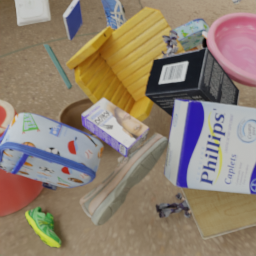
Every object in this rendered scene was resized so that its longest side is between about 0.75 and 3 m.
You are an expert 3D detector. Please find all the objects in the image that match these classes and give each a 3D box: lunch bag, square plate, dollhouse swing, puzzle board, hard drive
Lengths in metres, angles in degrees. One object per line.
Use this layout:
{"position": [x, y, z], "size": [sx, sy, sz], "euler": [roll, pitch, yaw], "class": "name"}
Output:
{"position": [-1.675, 0.572, 5.568], "size": [1.878, 2.344, 0.886], "euler": [21, 64, -21], "class": "lunch bag"}
{"position": [-3.437, -4.376, 9.892], "size": [1.293, 1.305, 0.186], "euler": [-5, 5, 11], "class": "square plate"}
{"position": [0.251, -1.889, 8.770], "size": [2.494, 2.837, 2.578], "euler": [-24, 26, 32], "class": "dollhouse swing"}
{"position": [2.947, 1.510, 7.440], "size": [2.990, 0.260, 2.253], "euler": [-13, 45, -5], "class": "puzzle board"}
{"position": [2.306, -3.445, 10.630], "size": [1.531, 0.631, 1.231], "euler": [-18, -15, 33], "class": "lunch bag"}
{"position": [-2.075, -4.095, 10.639], "size": [0.179, 1.409, 0.930], "euler": [27, 74, 3], "class": "hard drive"}

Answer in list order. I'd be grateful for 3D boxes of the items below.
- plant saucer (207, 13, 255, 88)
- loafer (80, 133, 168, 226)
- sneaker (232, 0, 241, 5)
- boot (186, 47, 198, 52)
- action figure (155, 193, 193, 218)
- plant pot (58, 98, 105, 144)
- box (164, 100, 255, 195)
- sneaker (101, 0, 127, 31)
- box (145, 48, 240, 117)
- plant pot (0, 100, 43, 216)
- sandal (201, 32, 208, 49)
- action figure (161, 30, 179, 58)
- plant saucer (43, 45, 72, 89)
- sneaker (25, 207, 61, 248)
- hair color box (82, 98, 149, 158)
{"position": [3.713, -2.250, 8.374], "size": [2.874, 0.729, 2.874], "euler": [3, 58, -4], "class": "plant saucer"}
{"position": [-0.125, 1.005, 6.319], "size": [0.776, 0.887, 2.468], "euler": [37, 82, 27], "class": "loafer"}
{"position": [3.802, -4.631, 9.770], "size": [0.373, 0.437, 0.991], "euler": [0, 41, 43], "class": "sneaker"}
{"position": [2.932, -3.758, 15.091], "size": [2.801, 1.019, 2.975], "euler": [-13, 50, -26], "class": "boot"}
{"position": [1.469, 2.326, 8.206], "size": [1.253, 0.435, 0.815], "euler": [-9, 36, -15], "class": "action figure"}
{"position": [-1.364, -0.068, 10.451], "size": [2.328, 1.075, 2.328], "euler": [1, 41, -1], "class": "plant pot"}
{"position": [1.920, 0.385, 6.030], "size": [1.949, 1.793, 1.023], "euler": [6, 7, -8], "class": "box"}
{"position": [-0.504, -4.133, 10.599], "size": [0.717, 1.893, 0.729], "euler": [12, 55, 46], "class": "sneaker"}
{"position": [1.876, -0.984, 7.936], "size": [1.704, 2.303, 1.201], "euler": [0, 67, 41], "class": "box"}
{"position": [-4.129, 0.750, 8.375], "size": [2.928, 2.590, 2.928], "euler": [0, 42, 0], "class": "plant pot"}
{"position": [3.099, -2.565, 9.892], "size": [2.137, 0.613, 0.819], "euler": [24, 33, -46], "class": "sandal"}
{"position": [1.216, -2.366, 8.143], "size": [0.360, 0.675, 1.037], "euler": [22, 51, -24], "class": "action figure"}
{"position": [-2.457, -2.163, 9.939], "size": [0.162, 1.712, 0.599], "euler": [-29, 9, 0], "class": "plant saucer"}
{"position": [-2.279, 2.672, 7.702], "size": [0.613, 0.543, 1.467], "euler": [-36, 52, -29], "class": "sneaker"}
{"position": [-0.227, -0.025, 4.720], "size": [1.021, 0.331, 0.558], "euler": [35, 57, 20], "class": "hair color box"}
